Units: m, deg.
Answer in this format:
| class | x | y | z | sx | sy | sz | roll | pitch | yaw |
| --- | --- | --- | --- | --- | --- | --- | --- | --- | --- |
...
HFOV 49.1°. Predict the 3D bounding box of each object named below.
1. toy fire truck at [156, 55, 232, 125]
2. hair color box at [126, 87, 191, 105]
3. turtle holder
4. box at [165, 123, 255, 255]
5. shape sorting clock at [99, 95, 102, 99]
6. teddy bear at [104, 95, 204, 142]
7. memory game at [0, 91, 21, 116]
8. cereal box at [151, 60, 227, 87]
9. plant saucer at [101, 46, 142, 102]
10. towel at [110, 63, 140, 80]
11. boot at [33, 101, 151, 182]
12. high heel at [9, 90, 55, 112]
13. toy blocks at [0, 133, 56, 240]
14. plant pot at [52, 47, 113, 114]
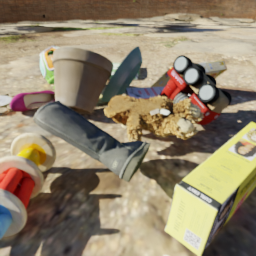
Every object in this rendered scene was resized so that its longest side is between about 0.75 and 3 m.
| class | x | y | z | sx | sy | sz | roll | pitch | yaw |
| --- | --- | --- | --- | --- | --- | --- | --- | --- | --- |
| toy fire truck | 1.499 | -0.760 | 8.337 | 1.443 | 2.243 | 1.974 | 10 | 40 | -46 |
| hair color box | 0.981 | -0.958 | 9.667 | 2.032 | 0.649 | 1.127 | -2 | 26 | -7 |
| turtle holder | -2.829 | -2.556 | 11.453 | 1.489 | 1.392 | 1.960 | -32 | 13 | 14 |
| box | 1.848 | 0.917 | 5.082 | 0.727 | 1.092 | 2.901 | 29 | 37 | 33 |
| shape sorting clock | -1.678 | -1.160 | 10.490 | 1.462 | 0.287 | 1.462 | 6 | 17 | -2 |
| teddy bear | 0.656 | -0.235 | 7.248 | 2.527 | 0.844 | 1.832 | -3 | 44 | 14 |
| memory game | -4.814 | -0.880 | 10.070 | 2.472 | 0.157 | 2.472 | 0 | 26 | 0 |
| cereal box | 2.279 | -1.882 | 10.696 | 2.426 | 0.479 | 1.745 | -11 | -12 | -24 |
| plant saucer | -0.119 | -1.785 | 9.978 | 0.416 | 2.313 | 2.313 | 35 | 32 | 3 |
| towel | -0.397 | -2.899 | 14.218 | 1.999 | 0.307 | 2.620 | 2 | 24 | 3 |
| boot | -0.651 | 0.202 | 5.852 | 2.130 | 0.773 | 1.937 | 26 | 6 | 10 |
| high heel | -3.177 | -0.936 | 9.658 | 0.904 | 0.635 | 1.885 | -2 | 11 | 19 |
| toy blocks | -2.731 | 1.098 | 4.884 | 2.302 | 1.003 | 2.762 | 1 | 25 | 1 |
| plant pot | -1.552 | -1.380 | 8.952 | 1.952 | 1.693 | 1.952 | 9 | -8 | 1 |
